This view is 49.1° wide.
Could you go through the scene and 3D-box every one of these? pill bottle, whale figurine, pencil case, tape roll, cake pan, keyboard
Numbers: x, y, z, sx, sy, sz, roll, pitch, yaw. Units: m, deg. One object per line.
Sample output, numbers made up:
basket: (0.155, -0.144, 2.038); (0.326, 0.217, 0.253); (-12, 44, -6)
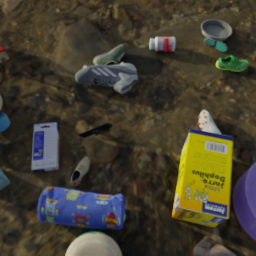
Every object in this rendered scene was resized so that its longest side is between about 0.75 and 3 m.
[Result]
pill bottle: (1.594, -3.904, 13.065); (1.146, 0.643, 0.643); (1, 60, 1)
whale figurine: (-1.013, 4.365, 8.194); (2.035, 1.327, 2.558); (0, 84, -4)
pencil case: (-1.414, 2.571, 9.095); (2.849, 1.112, 1.238); (5, 33, 3)
tape roll: (5.087, 2.405, 9.125); (2.941, 1.249, 2.941); (0, 60, -1)
cake pan: (4.280, -4.742, 13.665); (1.501, 0.275, 1.501); (2, 54, -2)
keyboard: (-1.171, 0.111, 10.595); (1.297, 0.824, 0.134); (-21, 70, 17)

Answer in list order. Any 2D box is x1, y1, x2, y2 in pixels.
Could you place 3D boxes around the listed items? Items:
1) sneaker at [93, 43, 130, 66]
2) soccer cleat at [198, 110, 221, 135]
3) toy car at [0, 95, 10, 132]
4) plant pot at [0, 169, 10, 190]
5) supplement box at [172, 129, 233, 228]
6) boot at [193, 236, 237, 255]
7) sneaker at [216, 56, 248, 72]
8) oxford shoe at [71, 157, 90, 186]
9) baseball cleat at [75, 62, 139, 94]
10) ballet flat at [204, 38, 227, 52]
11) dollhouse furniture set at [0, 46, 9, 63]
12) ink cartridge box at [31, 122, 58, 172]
sneaker: (-0.593, -3.082, 12.654); (1.862, 0.624, 0.836); (-29, 70, -14)
soccer cleat: (3.199, 0.045, 10.898); (0.656, 0.586, 1.692); (13, 47, -24)
toy car: (-6.280, -1.113, 10.888); (2.436, 2.539, 2.754); (-29, 35, -15)
plant pot: (-4.748, 1.773, 9.760); (0.753, 0.767, 0.751); (-38, 67, -19)
supplement box: (2.490, 1.663, 9.390); (1.513, 1.503, 2.762); (11, 61, 6)
boot: (2.652, 4.018, 8.728); (1.217, 0.428, 0.890); (27, 70, 16)
sneaker: (4.693, -2.880, 12.502); (1.439, 0.601, 0.533); (0, 59, -1)
oxford shoe: (-1.693, 1.518, 10.073); (0.416, 0.433, 1.174); (20, 64, 5)
baseball cleat: (-0.871, -2.053, 11.848); (2.665, 0.929, 1.418); (-12, 61, -6)
ballet flat: (4.178, -3.985, 13.297); (1.189, 0.411, 0.423); (27, 38, 14)
dollhouse furniture set: (-6.211, -3.474, 12.173); (1.256, 0.949, 2.334); (-31, 41, -17)
ink cartridge box: (-3.126, 0.700, 10.616); (0.910, 0.356, 1.922); (-6, 63, -3)
